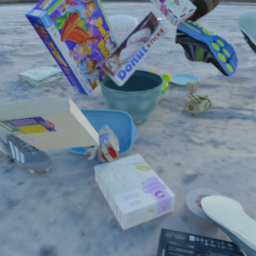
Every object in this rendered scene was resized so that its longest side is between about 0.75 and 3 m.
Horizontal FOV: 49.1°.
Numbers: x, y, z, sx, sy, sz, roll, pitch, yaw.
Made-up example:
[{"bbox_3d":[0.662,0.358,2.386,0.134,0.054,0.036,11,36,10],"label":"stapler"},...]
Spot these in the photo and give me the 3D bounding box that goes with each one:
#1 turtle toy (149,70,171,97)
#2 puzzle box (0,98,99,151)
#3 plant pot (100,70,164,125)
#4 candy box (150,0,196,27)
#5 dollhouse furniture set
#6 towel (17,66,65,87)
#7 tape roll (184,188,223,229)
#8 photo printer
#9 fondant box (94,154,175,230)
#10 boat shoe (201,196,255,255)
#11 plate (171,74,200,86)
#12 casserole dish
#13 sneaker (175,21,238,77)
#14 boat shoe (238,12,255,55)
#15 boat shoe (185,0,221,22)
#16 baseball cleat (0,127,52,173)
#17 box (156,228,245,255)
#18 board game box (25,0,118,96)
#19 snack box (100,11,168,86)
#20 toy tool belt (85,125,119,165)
[{"bbox_3d":[0.765,-1.743,11.713,2.033,1.027,1.481,21,36,33],"label":"turtle toy"},{"bbox_3d":[-1.500,0.018,5.616,1.425,2.141,0.272,-5,71,5],"label":"puzzle box"},{"bbox_3d":[0.117,-1.039,10.050,2.207,1.478,2.207,0,30,0],"label":"plant pot"},{"bbox_3d":[1.423,-3.911,8.865,0.836,0.374,1.226,-34,76,-16],"label":"candy box"},{"bbox_3d":[2.885,-1.294,10.795,1.331,1.177,0.740,-25,39,-35],"label":"dollhouse furniture set"},{"bbox_3d":[-4.273,-2.594,13.777,1.576,0.443,1.842,24,37,34],"label":"towel"},{"bbox_3d":[1.758,1.795,6.325,0.942,0.311,0.942,0,31,0],"label":"tape roll"},{"bbox_3d":[-0.345,-3.649,11.778,1.680,2.019,0.701,5,31,17],"label":"photo printer"},{"bbox_3d":[0.096,1.435,6.738,1.292,0.522,1.791,-13,34,-22],"label":"fondant box"},{"bbox_3d":[1.999,1.906,5.271,0.733,0.622,2.013,-12,13,-14],"label":"boat shoe"},{"bbox_3d":[2.704,-2.289,13.504,1.499,0.192,1.499,0,29,0],"label":"plate"},{"bbox_3d":[-0.852,0.104,8.360,2.231,1.351,0.433,1,10,1],"label":"casserole dish"},{"bbox_3d":[2.488,-2.492,9.080,0.880,1.028,2.481,-31,64,-30],"label":"sneaker"},{"bbox_3d":[3.995,-2.923,8.796,0.815,0.650,2.154,-12,44,17],"label":"boat shoe"},{"bbox_3d":[2.444,-4.200,9.798,0.820,0.868,2.413,-36,21,-7],"label":"boat shoe"},{"bbox_3d":[-2.997,0.464,7.813,2.103,1.119,0.733,18,32,27],"label":"baseball cleat"},{"bbox_3d":[1.508,2.689,4.507,2.268,0.579,1.789,7,30,10],"label":"box"},{"bbox_3d":[-1.432,-2.722,8.544,0.671,2.996,2.014,23,67,33],"label":"board game box"},{"bbox_3d":[0.215,-2.513,8.860,2.471,0.888,0.300,-51,20,-13],"label":"snack box"},{"bbox_3d":[-0.756,0.633,7.773,0.930,0.945,1.513,-34,21,12],"label":"toy tool belt"}]
